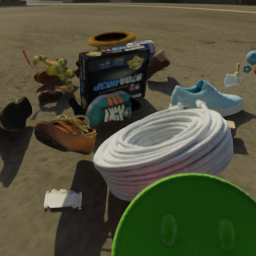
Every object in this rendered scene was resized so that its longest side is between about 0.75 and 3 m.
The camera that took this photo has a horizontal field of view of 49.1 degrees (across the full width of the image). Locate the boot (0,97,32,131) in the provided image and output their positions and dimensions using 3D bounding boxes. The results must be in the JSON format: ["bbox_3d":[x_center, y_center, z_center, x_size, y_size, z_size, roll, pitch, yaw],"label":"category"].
[{"bbox_3d":[-3.479,-0.200,7.571,1.306,0.731,1.888,-18,13,3],"label":"boot"}]

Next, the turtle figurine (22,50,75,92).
[{"bbox_3d":[-2.693,-2.260,10.433,2.224,0.716,1.793,38,17,-3],"label":"turtle figurine"}]

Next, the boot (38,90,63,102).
[{"bbox_3d":[-2.727,-1.141,9.824,0.703,0.306,0.845,1,26,4],"label":"boot"}]

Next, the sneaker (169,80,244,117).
[{"bbox_3d":[2.551,-0.962,8.700,2.500,1.024,0.924,-5,28,-15],"label":"sneaker"}]

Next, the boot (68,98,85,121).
[{"bbox_3d":[-1.506,-0.492,8.655,0.321,0.573,0.829,-27,69,-5],"label":"boot"}]

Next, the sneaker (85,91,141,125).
[{"bbox_3d":[-0.366,-0.548,8.106,0.822,0.735,2.058,23,33,24],"label":"sneaker"}]

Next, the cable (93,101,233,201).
[{"bbox_3d":[0.682,0.424,5.670,2.719,0.941,2.718,-19,16,2],"label":"cable"}]

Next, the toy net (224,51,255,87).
[{"bbox_3d":[3.882,-1.844,9.285,0.785,1.497,0.289,49,14,19],"label":"toy net"}]

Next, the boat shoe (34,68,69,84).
[{"bbox_3d":[-3.197,-2.181,11.456,0.592,0.593,1.685,19,27,28],"label":"boat shoe"}]

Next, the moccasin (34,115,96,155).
[{"bbox_3d":[-1.189,0.098,5.842,0.765,0.808,2.093,19,-3,23],"label":"moccasin"}]

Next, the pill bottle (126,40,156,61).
[{"bbox_3d":[0.427,-3.663,13.669,1.749,1.012,1.012,-19,34,-30],"label":"pill bottle"}]

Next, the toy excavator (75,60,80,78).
[{"bbox_3d":[-0.980,-2.051,10.551,1.853,1.802,0.926,-27,80,-22],"label":"toy excavator"}]

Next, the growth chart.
[{"bbox_3d":[-1.270,1.393,5.491,0.762,0.068,0.551,0,28,0],"label":"growth chart"}]

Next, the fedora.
[{"bbox_3d":[-0.821,-4.227,14.508,2.564,1.046,2.564,-5,33,3],"label":"fedora"}]

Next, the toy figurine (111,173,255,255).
[{"bbox_3d":[0.622,1.694,3.122,1.500,1.840,1.999,2,68,3],"label":"toy figurine"}]

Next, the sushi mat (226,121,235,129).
[{"bbox_3d":[2.217,-0.194,7.624,1.308,0.079,0.626,12,20,12],"label":"sushi mat"}]

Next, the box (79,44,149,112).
[{"bbox_3d":[-0.439,-1.642,9.110,2.324,1.847,0.535,-18,40,-30],"label":"box"}]

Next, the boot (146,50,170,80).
[{"bbox_3d":[1.147,-2.537,11.703,0.526,1.210,1.455,41,5,17],"label":"boot"}]
